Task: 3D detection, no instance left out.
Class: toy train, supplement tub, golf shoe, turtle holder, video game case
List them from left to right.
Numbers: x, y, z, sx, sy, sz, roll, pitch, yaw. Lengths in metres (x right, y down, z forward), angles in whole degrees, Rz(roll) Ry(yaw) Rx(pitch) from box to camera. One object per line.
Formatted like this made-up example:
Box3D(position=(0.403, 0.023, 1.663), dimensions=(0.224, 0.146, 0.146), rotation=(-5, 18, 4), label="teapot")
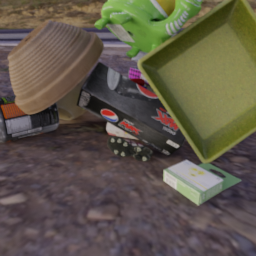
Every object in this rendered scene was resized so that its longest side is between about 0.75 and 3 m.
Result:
Box3D(position=(-3.127, -0.311, 8.005), dimensions=(2.021, 1.238, 1.238), rotation=(-15, 28, -32), label="supplement tub")
Box3D(position=(-0.785, -0.842, 8.908), dimensions=(1.705, 1.247, 2.947), rotation=(-1, 2, -28), label="toy train")
Box3D(position=(0.040, 0.527, 7.127), dimensions=(1.190, 0.459, 0.524), rotation=(20, 12, 11), label="golf shoe")
Box3D(position=(0.379, -2.444, 5.839), dimensions=(1.583, 1.480, 2.084), rotation=(34, -6, -12), label="turtle holder")
Box3D(position=(0.544, -2.341, 7.913), dimensions=(0.689, 1.045, 0.689), rotation=(14, 10, -2), label="supplement tub")
Box3D(position=(1.443, -1.485, 8.826), dimensions=(2.160, 0.427, 2.384), rotation=(1, 17, -25), label="video game case")

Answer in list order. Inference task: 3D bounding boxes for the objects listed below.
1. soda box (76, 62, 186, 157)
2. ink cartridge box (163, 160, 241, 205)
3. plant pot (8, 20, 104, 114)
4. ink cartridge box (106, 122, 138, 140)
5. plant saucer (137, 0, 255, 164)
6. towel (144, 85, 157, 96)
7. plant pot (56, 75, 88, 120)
Box3D(position=(0.168, -0.429, 6.953), dimensions=(2.736, 0.866, 0.968), rotation=(30, 63, -4), label="soda box")
Box3D(position=(1.633, 1.040, 6.108), dimensions=(1.429, 0.343, 1.040), rotation=(-18, 29, -31), label="ink cartridge box")
Box3D(position=(-2.007, -1.701, 6.862), dimensions=(2.675, 1.235, 2.675), rotation=(-29, 33, 21), label="plant pot")
Box3D(position=(0.044, 0.029, 7.770), dimensions=(1.204, 0.406, 0.701), rotation=(9, -13, 4), label="ink cartridge box")
Box3D(position=(1.816, -0.958, 5.711), dimensions=(2.452, 2.456, 0.588), rotation=(-34, 4, 0), label="plant saucer")
Box3D(position=(0.273, -1.468, 10.756), dimensions=(2.461, 0.593, 2.107), rotation=(8, 10, 37), label="towel")
Box3D(position=(-2.017, -0.977, 9.273), dimensions=(1.813, 1.813, 1.217), rotation=(8, 62, 18), label="plant pot")
